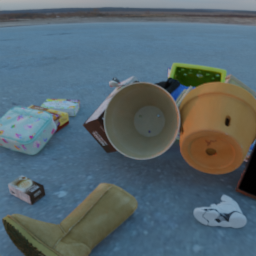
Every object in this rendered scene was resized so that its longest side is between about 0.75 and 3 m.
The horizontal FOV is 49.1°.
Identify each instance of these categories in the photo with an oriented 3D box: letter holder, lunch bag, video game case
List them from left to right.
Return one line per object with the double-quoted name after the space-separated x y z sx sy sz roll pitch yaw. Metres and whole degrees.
-4.423 -0.001 11.868 2.459 0.948 1.972 13 52 22 "lunch bag"
3.006 -2.960 17.295 1.213 1.619 1.904 9 29 16 "lunch bag"
4.993 0.577 11.441 1.773 0.444 1.956 19 46 29 "video game case"
4.854 0.776 9.197 1.438 2.032 2.859 21 45 25 "letter holder"

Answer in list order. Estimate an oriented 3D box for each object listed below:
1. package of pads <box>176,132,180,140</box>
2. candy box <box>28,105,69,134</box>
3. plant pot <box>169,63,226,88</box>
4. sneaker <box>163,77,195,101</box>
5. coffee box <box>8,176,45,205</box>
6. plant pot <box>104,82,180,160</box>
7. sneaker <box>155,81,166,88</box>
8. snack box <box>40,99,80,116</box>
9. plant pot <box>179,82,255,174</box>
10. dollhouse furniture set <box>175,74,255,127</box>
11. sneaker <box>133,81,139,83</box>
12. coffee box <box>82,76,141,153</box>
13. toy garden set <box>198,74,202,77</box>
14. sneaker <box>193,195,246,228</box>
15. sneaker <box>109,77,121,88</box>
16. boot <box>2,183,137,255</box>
2.431 0.085 12.098 1.419 0.626 1.836 19 15 28 "package of pads"
-4.182 -0.406 13.514 2.295 0.648 1.339 15 33 24 "candy box"
3.112 -1.461 13.284 2.459 2.447 2.231 12 -3 14 "plant pot"
2.411 -1.620 11.951 2.779 1.546 1.067 -27 5 -1 "sneaker"
-3.323 2.024 9.187 1.049 0.418 0.600 16 32 27 "coffee box"
0.607 -0.234 9.996 2.556 2.556 1.716 7 2 14 "plant pot"
1.506 -2.210 16.790 2.540 0.930 1.041 3 31 26 "sneaker"
-3.617 -1.101 14.997 1.829 0.485 1.301 2 28 3 "snack box"
2.824 0.193 9.154 2.763 2.763 1.934 10 42 19 "plant pot"
3.235 -0.772 10.334 2.393 1.695 2.605 36 0 -2 "dollhouse furniture set"
0.561 -1.512 10.577 0.904 0.353 0.408 25 7 25 "sneaker"
-0.298 -0.567 11.400 1.129 1.619 2.831 -17 28 49 "coffee box"
3.345 -2.700 13.487 1.010 0.201 0.842 12 -7 8 "toy garden set"
2.655 2.440 8.294 1.485 0.558 0.854 8 28 3 "sneaker"
-0.567 -1.845 11.208 0.341 0.363 0.885 -21 -5 17 "sneaker"
-1.536 2.486 7.854 2.544 0.961 2.905 28 38 21 "boot"
